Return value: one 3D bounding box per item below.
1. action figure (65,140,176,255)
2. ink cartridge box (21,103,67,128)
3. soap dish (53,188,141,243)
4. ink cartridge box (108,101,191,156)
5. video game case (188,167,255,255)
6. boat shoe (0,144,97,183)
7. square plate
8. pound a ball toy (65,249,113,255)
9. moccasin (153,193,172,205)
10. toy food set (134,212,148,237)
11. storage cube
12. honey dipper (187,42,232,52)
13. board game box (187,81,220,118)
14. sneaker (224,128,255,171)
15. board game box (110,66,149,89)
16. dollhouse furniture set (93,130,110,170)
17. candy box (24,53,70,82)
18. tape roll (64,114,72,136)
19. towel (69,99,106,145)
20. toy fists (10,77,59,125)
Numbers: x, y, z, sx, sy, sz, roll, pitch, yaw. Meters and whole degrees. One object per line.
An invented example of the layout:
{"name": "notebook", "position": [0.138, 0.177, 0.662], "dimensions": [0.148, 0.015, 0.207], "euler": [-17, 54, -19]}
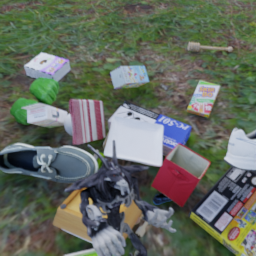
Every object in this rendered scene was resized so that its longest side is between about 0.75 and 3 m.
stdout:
{"name": "action figure", "position": [-0.052, 1.710, 4.979], "dimensions": [1.719, 2.893, 1.476], "euler": [-13, 10, -32]}
{"name": "ink cartridge box", "position": [-2.620, -0.360, 8.851], "dimensions": [0.793, 1.355, 0.456], "euler": [-10, 78, 21]}
{"name": "soap dish", "position": [-0.699, 1.986, 6.677], "dimensions": [1.774, 0.720, 1.395], "euler": [12, 34, 26]}
{"name": "ink cartridge box", "position": [0.677, 0.031, 9.163], "dimensions": [2.459, 0.544, 1.156], "euler": [24, 52, 20]}
{"name": "video game case", "position": [3.154, 2.187, 7.289], "dimensions": [2.388, 0.305, 2.158], "euler": [-35, 56, -30]}
{"name": "boat shoe", "position": [-2.290, 1.017, 7.621], "dimensions": [2.911, 1.060, 0.899], "euler": [7, 8, 16]}
{"name": "square plate", "position": [0.206, 0.385, 8.153], "dimensions": [1.604, 0.230, 1.620], "euler": [11, 45, -2]}
{"name": "pound a ball toy", "position": [-0.861, 3.248, 5.983], "dimensions": [1.547, 0.657, 1.009], "euler": [-10, 36, -10]}
{"name": "moccasin", "position": [1.060, 1.845, 7.618], "dimensions": [0.810, 0.276, 0.326], "euler": [-22, 47, -23]}
{"name": "toy food set", "position": [-0.008, 2.130, 7.360], "dimensions": [1.351, 0.271, 0.933], "euler": [25, 52, 22]}
{"name": "storage cube", "position": [1.400, 1.228, 7.430], "dimensions": [0.996, 1.047, 1.165], "euler": [32, 32, 17]}
{"name": "honey dipper", "position": [3.753, -3.622, 12.775], "dimensions": [2.029, 0.385, 0.385], "euler": [5, 46, -3]}
{"name": "board game box", "position": [2.782, -1.121, 10.215], "dimensions": [0.773, 0.242, 1.617], "euler": [18, 57, 19]}
{"name": "sneaker", "position": [3.556, 0.518, 6.774], "dimensions": [2.353, 1.025, 0.877], "euler": [2, 9, -6]}
{"name": "board game box", "position": [0.057, -1.885, 10.455], "dimensions": [1.257, 0.648, 0.659], "euler": [-12, 85, -43]}
{"name": "dollhouse furniture set", "position": [-0.387, 0.773, 7.987], "dimensions": [1.007, 0.778, 2.015], "euler": [18, 63, 12]}
{"name": "candy box", "position": [-3.318, -2.471, 11.565], "dimensions": [1.402, 0.501, 1.176], "euler": [19, 50, 17]}
{"name": "tape roll", "position": [-1.591, -0.153, 9.045], "dimensions": [0.557, 0.812, 0.812], "euler": [-17, 26, 50]}
{"name": "towel", "position": [-1.185, -0.211, 8.425], "dimensions": [0.199, 1.261, 1.751], "euler": [-4, 2, 23]}
{"name": "toy fists", "position": [-3.160, -0.925, 9.730], "dimensions": [0.990, 0.668, 1.942], "euler": [21, 66, 38]}
